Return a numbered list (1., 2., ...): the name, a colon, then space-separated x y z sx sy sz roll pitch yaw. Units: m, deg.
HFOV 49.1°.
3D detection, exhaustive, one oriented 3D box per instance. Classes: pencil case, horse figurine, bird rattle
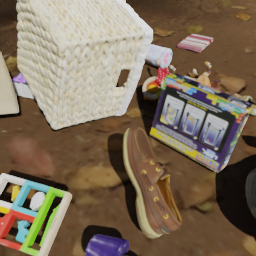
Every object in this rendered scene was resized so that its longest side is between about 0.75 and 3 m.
1. pencil case: 0.808 -2.898 10.779 1.787 0.743 0.810 30 75 27
2. horse figurine: 1.908 -1.536 9.309 2.654 0.663 1.759 6 51 0
3. bird rattle: 0.900 -1.302 8.700 0.957 0.661 1.174 -6 78 17

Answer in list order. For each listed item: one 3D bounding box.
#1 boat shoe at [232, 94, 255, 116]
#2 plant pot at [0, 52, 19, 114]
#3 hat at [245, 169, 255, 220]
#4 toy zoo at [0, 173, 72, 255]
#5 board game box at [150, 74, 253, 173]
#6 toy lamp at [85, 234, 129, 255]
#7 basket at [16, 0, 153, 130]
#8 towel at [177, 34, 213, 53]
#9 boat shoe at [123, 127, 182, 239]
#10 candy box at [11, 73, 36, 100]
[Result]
1. boat shoe: 3.717 -0.815 8.740 0.406 0.364 1.096 -13 42 -29
2. plant pot: -4.204 -1.367 7.961 1.779 1.575 1.777 -8 25 -25
3. hat: 3.592 1.716 5.531 2.555 1.031 2.555 -4 39 3
4. toy zoo: -2.139 1.581 5.326 1.855 0.190 1.217 11 60 15
5. board game box: 1.712 -0.170 7.000 2.105 1.740 0.597 31 34 29
6. toy lamp: 0.466 2.582 4.766 2.618 0.762 0.762 18 45 20
7. basket: -1.393 -2.062 7.564 2.406 2.965 2.992 -17 58 -31
8. towel: 2.916 -3.678 12.100 1.069 0.169 1.483 23 45 26
9. boat shoe: 0.522 1.008 5.825 0.789 0.841 2.337 -27 65 29
10. candy box: -2.706 -1.563 9.409 1.713 0.613 1.437 12 44 13
